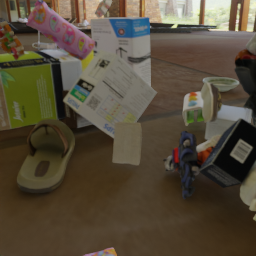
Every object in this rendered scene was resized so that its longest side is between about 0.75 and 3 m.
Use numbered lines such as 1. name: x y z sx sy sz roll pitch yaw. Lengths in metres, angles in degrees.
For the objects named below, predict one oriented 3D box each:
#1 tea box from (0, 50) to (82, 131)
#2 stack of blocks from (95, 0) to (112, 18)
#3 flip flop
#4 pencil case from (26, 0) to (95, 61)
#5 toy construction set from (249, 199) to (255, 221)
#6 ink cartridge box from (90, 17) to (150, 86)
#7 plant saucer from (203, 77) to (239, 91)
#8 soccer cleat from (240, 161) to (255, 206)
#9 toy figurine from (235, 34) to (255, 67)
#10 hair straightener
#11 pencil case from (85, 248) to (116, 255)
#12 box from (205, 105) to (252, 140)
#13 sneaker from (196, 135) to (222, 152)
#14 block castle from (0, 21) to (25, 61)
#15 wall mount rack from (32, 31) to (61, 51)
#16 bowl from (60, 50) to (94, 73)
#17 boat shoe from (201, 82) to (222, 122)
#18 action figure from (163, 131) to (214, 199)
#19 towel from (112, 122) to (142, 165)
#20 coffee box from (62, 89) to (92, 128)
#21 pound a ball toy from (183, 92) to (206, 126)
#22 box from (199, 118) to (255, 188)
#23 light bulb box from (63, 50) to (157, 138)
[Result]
1. tea box: -3.136 -1.411 9.076 2.631 1.787 2.675 -13 27 -27
2. stack of blocks: -0.950 -4.656 10.794 0.475 0.241 0.824 -21 42 36
3. flip flop: -1.830 0.371 6.229 1.112 0.789 2.742 -3 25 -3
4. pencil case: -2.075 -3.003 8.775 2.106 0.921 0.921 33 8 -29
5. toy construction set: 2.378 1.561 3.715 1.053 0.739 1.605 -8 36 -17
6. ink cartridge box: -0.272 -2.804 10.972 2.054 2.814 1.186 15 29 36
7. plant saucer: 3.888 -1.818 11.814 1.468 0.368 1.468 0 24 0
8. soccer cleat: 2.541 0.703 5.306 0.997 0.891 2.571 40 34 28
9. toy figurine: 4.424 -1.534 7.396 2.707 1.913 2.750 2 50 -21
10. hair straightener: 3.310 -0.816 7.649 0.477 2.334 0.898 22 66 42
11. pencil case: -0.912 1.843 2.971 1.818 0.795 0.795 -7 24 -14
12. box: 2.676 -0.103 7.457 1.021 0.667 1.015 11 28 23
13. sneaker: 1.915 0.379 6.537 0.352 0.468 0.940 44 39 24
14. block castle: -3.313 -2.389 7.760 0.439 0.935 0.625 -35 5 -18
15. wall mount rack: -2.816 -3.049 9.766 0.995 0.371 0.865 1 49 -16
16. bowl: -2.484 -3.159 13.440 2.438 1.312 2.438 -16 25 7
17. boat shoe: 2.175 -0.649 7.194 0.437 0.527 1.467 18 40 -5
18. action figure: 1.414 0.843 5.618 1.437 0.777 1.485 3 54 19
19. towel: -0.024 0.330 6.137 0.614 0.926 0.160 4 -1 12
20. coffee box: -0.917 -0.724 8.252 1.814 1.037 0.723 -15 18 -36
21. pound a ball toy: 2.172 -0.725 8.396 0.995 0.648 1.526 -11 23 19
22. box: 1.812 0.474 4.898 0.592 0.956 0.940 35 -12 9
23. light bulb box: -0.448 -0.793 7.128 1.615 1.630 1.017 37 -2 -37
